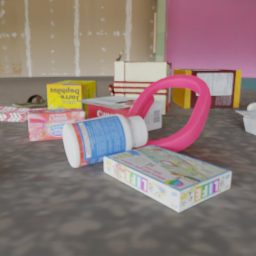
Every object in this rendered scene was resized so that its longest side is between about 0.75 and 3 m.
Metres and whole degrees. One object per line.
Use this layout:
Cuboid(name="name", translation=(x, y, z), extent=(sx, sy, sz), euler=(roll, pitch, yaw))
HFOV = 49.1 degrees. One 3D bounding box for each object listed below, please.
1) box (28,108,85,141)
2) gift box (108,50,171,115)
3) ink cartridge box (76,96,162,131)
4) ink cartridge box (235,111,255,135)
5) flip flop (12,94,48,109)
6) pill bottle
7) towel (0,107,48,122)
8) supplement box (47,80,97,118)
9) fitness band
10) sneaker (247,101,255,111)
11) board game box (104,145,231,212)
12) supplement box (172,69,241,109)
Cuboid(name="box", translation=(-2.200, -0.123, 8.626), extent=(1.642, 0.842, 0.777), euler=(-4, 14, -20))
Cuboid(name="gift box", translation=(0.613, -2.144, 13.133), extent=(2.655, 2.843, 2.623), euler=(2, 8, 13))
Cuboid(name="ink cartridge box", translation=(-0.358, -0.484, 9.814), extent=(2.043, 0.976, 2.327), euler=(-12, 18, -41))
Cuboid(name="ink cartridge box", translation=(5.375, -0.060, 8.847), extent=(2.904, 0.591, 2.910), euler=(-2, 13, -7))
Cuboid(name="flip flop", translation=(-4.820, -1.361, 14.272), extent=(0.932, 0.662, 2.299), euler=(10, 16, 35))
Cuboid(name="pill bottle", translation=(-0.503, 0.233, 6.421), extent=(1.794, 1.007, 1.007), euler=(-12, 17, -23))
Cuboid(name="towel", translation=(-4.963, -0.658, 11.908), extent=(2.560, 0.383, 1.873), euler=(3, 13, 12))
Cuboid(name="supplement box", translation=(-2.342, -1.287, 12.233), extent=(1.427, 1.436, 2.623), euler=(1, 14, 6))
Cuboid(name="fitness band", translation=(1.116, -0.441, 7.667), extent=(2.061, 0.537, 2.869), euler=(5, 48, 29))
Cuboid(name="sneaker", translation=(5.581, -0.845, 12.064), extent=(1.656, 0.636, 0.921), euler=(-1, 18, -21))
Cuboid(name="board game box", translation=(0.680, 0.852, 5.474), extent=(1.410, 0.359, 2.097), euler=(-9, 16, -37))
Cuboid(name="supplement box", translation=(4.086, -2.193, 15.104), extent=(2.842, 1.887, 2.803), euler=(-1, 13, -3))
